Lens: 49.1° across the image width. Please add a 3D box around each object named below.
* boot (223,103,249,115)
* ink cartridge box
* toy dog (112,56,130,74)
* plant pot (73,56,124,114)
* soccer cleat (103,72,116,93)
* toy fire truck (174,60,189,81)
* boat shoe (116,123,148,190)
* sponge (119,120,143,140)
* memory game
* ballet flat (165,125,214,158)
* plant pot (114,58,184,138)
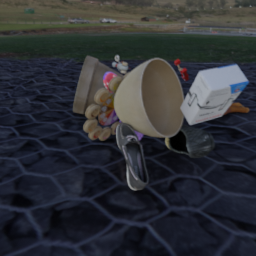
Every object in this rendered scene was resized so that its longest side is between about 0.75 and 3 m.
[{"bbox_3d":[4.639,-1.155,13.524,1.748,0.599,1.646,-7,25,-17],"label":"boot"},{"bbox_3d":[2.410,-0.914,8.081,1.244,1.704,0.719,-15,62,-17],"label":"ink cartridge box"},{"bbox_3d":[-0.265,-2.721,12.377,0.459,0.629,0.954,-2,43,-41],"label":"toy dog"},{"bbox_3d":[-1.087,-1.715,12.833,2.294,2.644,2.644,14,24,-6],"label":"plant pot"},{"bbox_3d":[-0.518,-1.492,9.677,0.646,0.563,1.689,41,2,27],"label":"soccer cleat"},{"bbox_3d":[2.433,-2.605,12.712,0.227,0.932,0.657,-35,54,0],"label":"toy fire truck"},{"bbox_3d":[0.175,0.723,7.842,0.668,1.998,0.569,-2,-21,-30],"label":"boat shoe"},{"bbox_3d":[0.230,-0.169,11.048,0.250,0.934,1.674,35,3,-33],"label":"sponge"},{"bbox_3d":[-0.429,-0.673,9.854,0.180,2.832,2.832,40,42,26],"label":"memory game"},{"bbox_3d":[1.682,0.396,8.767,0.812,0.950,2.858,-9,1,-12],"label":"ballet flat"},{"bbox_3d":[0.499,-0.809,8.817,1.593,2.372,2.372,-8,15,40],"label":"plant pot"}]
